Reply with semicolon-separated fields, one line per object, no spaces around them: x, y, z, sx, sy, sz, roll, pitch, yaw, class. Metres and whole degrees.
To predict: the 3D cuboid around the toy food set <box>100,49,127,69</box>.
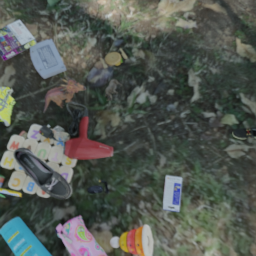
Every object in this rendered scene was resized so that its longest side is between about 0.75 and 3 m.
-0.636;-2.962;12.149;1.091;0.219;0.753;-25;62;-5;toy food set

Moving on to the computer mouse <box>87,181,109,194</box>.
-1.055;2.053;9.853;0.753;0.173;0.529;2;46;-10;computer mouse

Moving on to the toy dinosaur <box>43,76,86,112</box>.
-2.592;-1.341;10.707;1.914;1.297;0.821;-28;86;-4;toy dinosaur

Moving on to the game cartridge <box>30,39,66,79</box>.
-3.523;-2.961;12.065;1.175;0.357;1.763;-23;69;-13;game cartridge

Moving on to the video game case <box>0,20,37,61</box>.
-5.088;-3.878;12.287;1.597;0.315;1.762;-34;60;-14;video game case

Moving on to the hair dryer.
-1.693;0.209;10.388;2.765;0.751;2.106;40;62;9;hair dryer

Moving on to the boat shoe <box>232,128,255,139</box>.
4.634;0.182;10.704;1.210;0.379;0.443;2;68;2;boat shoe

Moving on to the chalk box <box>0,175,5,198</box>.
-5.123;1.975;9.482;1.957;1.218;1.212;12;68;4;chalk box

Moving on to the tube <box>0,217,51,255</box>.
-2.944;4.123;8.845;2.807;0.707;1.087;44;93;16;tube

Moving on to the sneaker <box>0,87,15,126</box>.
-4.818;-0.900;11.006;0.665;0.656;1.740;-14;71;-8;sneaker

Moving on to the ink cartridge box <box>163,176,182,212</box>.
1.553;2.313;9.844;0.573;0.224;1.210;8;67;4;ink cartridge box

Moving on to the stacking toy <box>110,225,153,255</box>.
0.073;3.710;9.057;1.373;1.003;1.003;-11;66;15;stacking toy

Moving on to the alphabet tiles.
-3.197;1.142;10.181;2.538;0.185;2.482;16;68;-3;alphabet tiles

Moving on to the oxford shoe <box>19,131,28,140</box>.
-4.048;0.621;10.517;0.385;0.369;1.042;22;69;7;oxford shoe

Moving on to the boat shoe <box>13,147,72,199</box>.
-2.978;1.590;9.551;2.427;0.692;0.811;41;83;4;boat shoe

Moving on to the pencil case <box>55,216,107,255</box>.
-1.330;3.911;8.765;1.010;1.010;2.310;-35;74;-14;pencil case

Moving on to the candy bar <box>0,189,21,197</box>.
-3.922;2.086;9.080;0.946;0.236;0.105;13;48;-4;candy bar

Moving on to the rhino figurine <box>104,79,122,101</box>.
-0.649;-1.504;11.254;0.475;0.325;1.086;32;63;-12;rhino figurine
